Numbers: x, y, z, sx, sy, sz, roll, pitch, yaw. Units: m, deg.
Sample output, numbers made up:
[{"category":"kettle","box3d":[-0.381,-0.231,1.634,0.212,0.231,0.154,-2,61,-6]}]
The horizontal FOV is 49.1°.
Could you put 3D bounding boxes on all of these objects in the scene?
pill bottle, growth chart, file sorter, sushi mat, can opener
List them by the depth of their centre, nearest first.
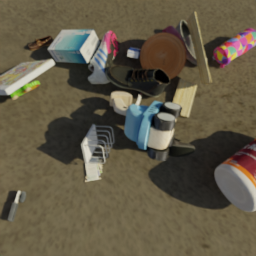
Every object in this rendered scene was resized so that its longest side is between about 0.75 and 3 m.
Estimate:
[{"category":"pill bottle","box3d":[4.349,1.179,8.883,2.882,1.645,1.645,-31,66,-16]},{"category":"can opener","box3d":[-3.543,2.498,8.957,0.326,0.260,0.975,7,63,1]},{"category":"file sorter","box3d":[-0.988,0.554,9.408,0.726,0.809,1.165,3,35,14]},{"category":"growth chart","box3d":[-1.190,1.413,9.658,0.633,0.078,0.875,-4,61,-3]},{"category":"sushi mat","box3d":[2.631,-2.884,10.436,0.157,1.245,2.602,-14,96,1]},{"category":"sushi mat","box3d":[2.161,-1.161,10.903,0.747,0.094,1.561,19,69,2]}]

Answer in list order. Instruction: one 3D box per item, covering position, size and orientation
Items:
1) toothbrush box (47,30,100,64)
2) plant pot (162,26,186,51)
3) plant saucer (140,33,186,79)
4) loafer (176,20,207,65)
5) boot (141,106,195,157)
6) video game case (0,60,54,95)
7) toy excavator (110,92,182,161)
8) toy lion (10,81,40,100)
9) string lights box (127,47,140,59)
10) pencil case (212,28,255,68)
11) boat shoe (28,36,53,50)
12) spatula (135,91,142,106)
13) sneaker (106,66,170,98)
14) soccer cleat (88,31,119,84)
[{"category":"toothbrush box","box3d":[-2.249,-3.397,11.646,1.736,0.740,1.271,10,60,27]},{"category":"plant pot","box3d":[1.521,-3.316,11.639,1.238,1.383,1.383,-29,64,3]},{"category":"plant saucer","box3d":[1.353,-2.805,11.125,1.863,1.863,0.301,23,23,12]},{"category":"loafer","box3d":[2.682,-3.648,12.018,0.814,0.813,2.328,-20,63,-12]},{"category":"boot","box3d":[1.365,-0.010,10.093,2.154,0.746,1.875,10,57,1]},{"category":"video game case","box3d":[-4.216,-1.903,10.502,2.085,0.262,2.291,5,39,37]},{"category":"toy excavator","box3d":[0.321,-0.397,9.221,2.715,1.356,2.640,17,29,14]},{"category":"toy lion","box3d":[-3.953,-1.496,10.831,1.036,0.993,0.356,-28,98,13]},{"category":"string lights box","box3d":[0.242,-3.153,11.747,0.452,0.259,0.879,12,26,3]},{"category":"pencil case","box3d":[4.567,-3.423,11.905,2.081,0.920,0.920,-34,66,-15]},{"category":"boat shoe","box3d":[-3.877,-3.775,12.343,1.120,0.394,0.394,-24,66,-11]},{"category":"spatula","box3d":[0.380,-1.074,10.721,0.235,0.646,2.285,-23,41,33]},{"category":"sneaker","box3d":[0.374,-1.944,10.294,2.297,1.220,0.859,17,70,-11]},{"category":"soccer cleat","box3d":[-1.086,-2.939,11.555,1.174,0.950,2.719,-10,54,21]}]
